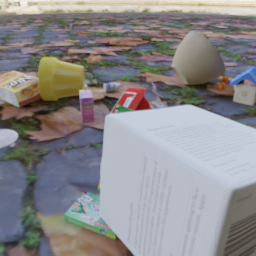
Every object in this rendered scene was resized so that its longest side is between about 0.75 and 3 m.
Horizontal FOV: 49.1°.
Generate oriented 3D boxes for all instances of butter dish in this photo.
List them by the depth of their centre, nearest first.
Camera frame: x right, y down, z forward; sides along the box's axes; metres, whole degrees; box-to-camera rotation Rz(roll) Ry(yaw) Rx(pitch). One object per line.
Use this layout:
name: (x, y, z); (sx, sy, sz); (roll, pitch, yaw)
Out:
butter dish: (0.216, -0.563, 10.234); (1.162, 1.572, 1.568); (36, -7, -26)

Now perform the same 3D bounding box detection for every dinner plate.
dinner plate: (-4.569, 0.339, 9.732); (1.376, 0.167, 1.376); (1, 27, 0)

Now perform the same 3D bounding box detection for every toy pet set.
toy pet set: (5.612, -2.247, 13.114); (2.805, 1.490, 2.619); (18, 33, 30)

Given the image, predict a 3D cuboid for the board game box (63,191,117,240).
board game box: (-0.690, 2.009, 6.565); (1.343, 0.196, 0.904); (13, 31, 22)

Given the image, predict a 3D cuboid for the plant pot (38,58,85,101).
plant pot: (-2.897, -2.153, 12.568); (1.800, 1.914, 1.914); (2, 28, -4)

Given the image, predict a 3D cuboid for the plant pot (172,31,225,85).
plant pot: (3.332, -3.275, 14.342); (1.819, 2.710, 2.710); (-39, 32, 4)

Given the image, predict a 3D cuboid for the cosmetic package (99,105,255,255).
cosmetic package: (1.216, 1.166, 5.352); (2.429, 2.427, 2.944); (-9, 26, -34)

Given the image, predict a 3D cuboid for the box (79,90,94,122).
box: (-1.637, -0.879, 11.069); (0.491, 1.016, 0.894); (-5, 28, -9)

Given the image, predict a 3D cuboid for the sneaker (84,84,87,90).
sneaker: (-3.053, -2.254, 13.814); (2.029, 0.859, 0.739); (3, 27, 2)

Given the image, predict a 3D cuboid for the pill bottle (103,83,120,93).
pill bottle: (-0.795, -1.987, 13.756); (0.772, 0.433, 0.433); (-9, 29, -19)

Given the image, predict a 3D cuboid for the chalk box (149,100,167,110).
chalk box: (1.142, -0.446, 10.524); (0.663, 0.666, 1.071); (-17, 45, -30)

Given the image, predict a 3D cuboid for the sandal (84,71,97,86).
sandal: (-2.126, -2.757, 15.039); (0.779, 0.560, 1.961); (-12, 31, -22)

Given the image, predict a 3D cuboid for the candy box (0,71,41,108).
candy box: (-5.197, -1.871, 13.028); (2.790, 0.772, 1.611); (19, 38, 36)

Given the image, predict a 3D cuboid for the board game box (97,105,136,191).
board game box: (-0.022, 0.604, 7.013); (1.117, 2.132, 0.250); (19, -13, -28)
